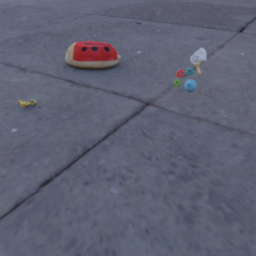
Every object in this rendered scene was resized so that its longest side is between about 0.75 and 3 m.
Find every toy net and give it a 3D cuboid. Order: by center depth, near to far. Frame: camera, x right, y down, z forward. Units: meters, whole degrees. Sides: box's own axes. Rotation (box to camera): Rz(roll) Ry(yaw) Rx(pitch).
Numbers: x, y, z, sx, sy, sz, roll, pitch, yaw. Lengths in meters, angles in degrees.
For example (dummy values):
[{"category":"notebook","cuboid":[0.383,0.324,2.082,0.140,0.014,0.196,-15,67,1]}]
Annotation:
[{"category":"toy net","cuboid":[1.940,-1.793,8.584,0.708,1.349,0.261,27,16,20]}]

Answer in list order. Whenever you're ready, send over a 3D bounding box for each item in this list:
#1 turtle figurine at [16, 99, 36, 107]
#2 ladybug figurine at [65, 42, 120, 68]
[{"category":"turtle figurine","cuboid":[-3.689,-0.888,10.243,0.763,0.246,0.615,11,18,37]},{"category":"ladybug figurine","cuboid":[-1.747,-3.632,13.759,2.776,0.999,1.885,3,34,5]}]
